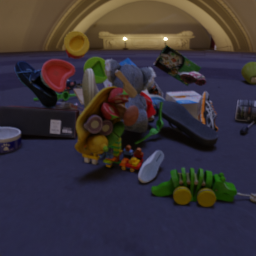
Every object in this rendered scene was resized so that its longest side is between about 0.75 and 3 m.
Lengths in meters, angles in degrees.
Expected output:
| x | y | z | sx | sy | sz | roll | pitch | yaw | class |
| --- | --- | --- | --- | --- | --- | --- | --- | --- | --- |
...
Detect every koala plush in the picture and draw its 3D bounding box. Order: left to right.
| x | y | z | sx | sy | sz | roll | pitch | yaw | class |
| --- | --- | --- | --- | --- | --- | --- | --- | --- | --- |
| -0.048 | -1.156 | 10.023 | 2.165 | 2.441 | 2.243 | 11 | -1 | -14 | koala plush |

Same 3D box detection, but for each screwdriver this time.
| x | y | z | sx | sy | sz | roll | pitch | yaw | class |
| --- | --- | --- | --- | --- | --- | --- | --- | --- | --- |
| 4.900 | -0.037 | 11.468 | 0.256 | 0.245 | 1.758 | -24 | 0 | 37 | screwdriver |

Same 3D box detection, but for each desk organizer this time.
| x | y | z | sx | sy | sz | roll | pitch | yaw | class |
| --- | --- | --- | --- | --- | --- | --- | --- | --- | --- |
| -3.367 | -0.283 | 10.840 | 2.860 | 1.026 | 1.101 | 4 | 7 | -1 | desk organizer |

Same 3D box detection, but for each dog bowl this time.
| x | y | z | sx | sy | sz | roll | pitch | yaw | class |
| --- | --- | --- | --- | --- | --- | --- | --- | --- | --- |
| -4.399 | 0.409 | 9.662 | 1.315 | 0.518 | 1.315 | 3 | 17 | -1 | dog bowl |

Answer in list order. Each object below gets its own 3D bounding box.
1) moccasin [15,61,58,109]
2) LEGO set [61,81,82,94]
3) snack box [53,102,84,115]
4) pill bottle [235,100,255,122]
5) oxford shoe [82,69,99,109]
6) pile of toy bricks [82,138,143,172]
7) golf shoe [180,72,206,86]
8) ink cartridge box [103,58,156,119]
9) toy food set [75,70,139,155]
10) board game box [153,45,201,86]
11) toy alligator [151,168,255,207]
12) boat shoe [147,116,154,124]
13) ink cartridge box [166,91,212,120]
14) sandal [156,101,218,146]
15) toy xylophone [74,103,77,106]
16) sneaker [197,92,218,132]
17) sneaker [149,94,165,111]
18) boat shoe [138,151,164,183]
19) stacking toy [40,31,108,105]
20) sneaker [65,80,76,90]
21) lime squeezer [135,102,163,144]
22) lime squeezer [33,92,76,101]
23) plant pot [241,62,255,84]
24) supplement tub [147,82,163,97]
| x | y | z | sx | sy | sz | roll | pitch | yaw | class |
| --- | --- | --- | --- | --- | --- | --- | --- | --- | --- |
| -3.487 | -1.850 | 11.006 | 2.340 | 0.798 | 0.941 | 45 | 43 | 5 | moccasin |
| -3.157 | -2.480 | 17.837 | 2.252 | 0.638 | 1.462 | -24 | 26 | -22 | LEGO set |
| -2.464 | -0.823 | 12.280 | 0.775 | 0.262 | 2.157 | 4 | -4 | 13 | snack box |
| 5.652 | -0.703 | 12.218 | 1.740 | 0.924 | 0.924 | 8 | 22 | 21 | pill bottle |
| -0.981 | -0.655 | 8.712 | 0.687 | 2.381 | 0.895 | -11 | 19 | -16 | oxford shoe |
| -0.411 | 0.630 | 8.558 | 1.875 | 0.926 | 1.040 | 9 | 23 | 22 | pile of toy bricks |
| 2.559 | -2.036 | 11.247 | 1.157 | 0.420 | 0.533 | 10 | 50 | -24 | golf shoe |
| -0.009 | -1.391 | 11.486 | 1.445 | 2.487 | 0.836 | -29 | -25 | 19 | ink cartridge box |
| -0.385 | -0.259 | 7.631 | 0.833 | 1.501 | 2.551 | 26 | 73 | 33 | toy food set |
| 2.202 | -2.761 | 12.541 | 1.977 | 1.036 | 0.232 | 27 | 20 | -22 | board game box |
| 1.981 | 1.371 | 6.793 | 2.819 | 0.765 | 0.836 | 3 | 20 | 7 | toy alligator |
| 0.781 | -0.355 | 11.826 | 0.422 | 0.362 | 1.155 | -29 | 19 | -20 | boat shoe |
| 2.724 | -1.152 | 13.477 | 1.510 | 0.890 | 2.624 | -3 | 20 | -10 | ink cartridge box |
| 1.995 | -0.142 | 10.406 | 1.112 | 0.626 | 2.924 | -13 | 40 | -29 | sandal |
| -2.880 | -0.984 | 13.678 | 0.863 | 0.217 | 0.632 | -20 | 28 | -9 | toy xylophone |
| 3.058 | -0.554 | 10.781 | 0.681 | 1.764 | 0.690 | 4 | -18 | 2 | sneaker |
| 0.849 | -0.937 | 12.963 | 2.432 | 1.094 | 0.953 | 7 | -28 | -36 | sneaker |
| 0.621 | 1.149 | 7.955 | 1.237 | 0.455 | 0.413 | -42 | 1 | -41 | boat shoe |
| -2.028 | -2.165 | 10.783 | 2.377 | 2.152 | 1.004 | -53 | 15 | -14 | stacking toy |
| -3.951 | -2.826 | 18.259 | 0.822 | 0.729 | 1.944 | -1 | 20 | 10 | sneaker |
| 0.943 | -0.030 | 10.195 | 0.338 | 1.792 | 0.633 | 29 | -6 | 41 | lime squeezer |
| -3.852 | -1.720 | 15.876 | 2.806 | 0.529 | 0.991 | -10 | -8 | -22 | lime squeezer |
| 9.089 | -3.822 | 20.358 | 1.444 | 1.444 | 1.543 | 4 | 36 | 12 | plant pot |
| 1.165 | -1.908 | 14.032 | 0.757 | 1.235 | 0.757 | -24 | 45 | 26 | supplement tub |
